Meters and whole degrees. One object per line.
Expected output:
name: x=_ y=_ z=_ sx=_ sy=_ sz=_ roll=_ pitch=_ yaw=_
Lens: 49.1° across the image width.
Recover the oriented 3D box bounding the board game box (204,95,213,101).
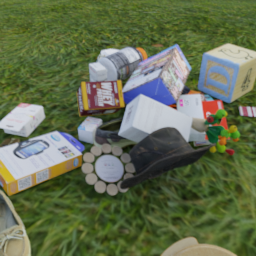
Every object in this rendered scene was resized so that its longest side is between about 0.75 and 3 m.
board game box: x=3.298 y=-0.894 z=12.148 sx=1.080 sy=0.336 sz=1.431 roll=-9 pitch=38 yaw=-12

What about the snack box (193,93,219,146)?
snack box: x=2.810 y=-0.388 z=11.060 sx=0.919 sy=0.311 sz=2.558 roll=-8 pitch=46 yaw=5

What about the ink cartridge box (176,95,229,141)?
ink cartridge box: x=2.760 y=-0.428 z=10.560 sx=1.796 sy=0.451 sz=2.069 roll=-3 pitch=49 yaw=9

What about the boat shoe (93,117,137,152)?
boat shoe: x=0.131 y=0.003 z=10.286 sx=2.981 sy=0.980 sz=1.065 roll=-18 pitch=49 yaw=-25

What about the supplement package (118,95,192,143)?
supplement package: x=0.911 y=-0.040 z=9.325 sx=2.033 sy=1.192 sz=1.188 roll=23 pitch=67 yaw=-17

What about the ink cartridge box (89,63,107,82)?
ink cartridge box: x=-1.423 y=-2.347 z=13.320 sx=0.529 sy=1.263 sz=0.912 roll=-19 pitch=41 yaw=-23

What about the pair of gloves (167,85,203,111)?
pair of gloves: x=1.898 y=-1.380 z=12.780 sx=2.596 sy=0.360 sz=2.914 roll=15 pitch=39 yaw=20

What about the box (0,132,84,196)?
box: x=-2.889 y=0.993 z=9.203 sx=2.840 sy=0.589 sz=1.690 roll=-18 pitch=40 yaw=-39

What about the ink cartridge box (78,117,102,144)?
ink cartridge box: x=-1.404 y=0.047 z=10.663 sx=0.608 sy=0.592 sz=0.946 roll=12 pitch=39 yaw=16

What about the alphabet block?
alphabet block: x=4.696 y=-2.586 z=13.105 sx=1.956 sy=1.921 sz=1.910 roll=-28 pitch=46 yaw=-33

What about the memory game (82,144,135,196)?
memory game: x=-0.590 y=1.281 z=8.810 sx=1.773 sy=0.113 sz=1.773 roll=12 pitch=53 yaw=-16

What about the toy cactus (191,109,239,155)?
toy cactus: x=2.790 y=0.137 z=9.368 sx=1.765 sy=2.139 sz=1.094 roll=21 pitch=71 yaw=34

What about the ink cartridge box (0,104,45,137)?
ink cartridge box: x=-4.204 y=-0.239 z=11.052 sx=1.021 sy=0.592 sz=1.753 roll=10 pitch=36 yaw=12

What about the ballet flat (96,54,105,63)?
ballet flat: x=-1.424 y=-3.589 z=15.424 sx=0.724 sy=0.745 sz=2.093 roll=-5 pitch=36 yaw=-1

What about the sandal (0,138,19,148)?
sandal: x=-4.371 y=0.845 z=9.791 sx=0.659 sy=0.443 sz=1.640 roll=11 pitch=23 yaw=10

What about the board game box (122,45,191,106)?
board game box: x=1.174 y=-1.954 z=11.656 sx=2.086 sy=1.267 sz=2.617 roll=-18 pitch=30 yaw=39

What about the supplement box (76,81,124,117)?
supplement box: x=-1.128 y=-1.123 z=10.979 sx=1.529 sy=1.029 sz=1.550 roll=-6 pitch=-6 yaw=-18

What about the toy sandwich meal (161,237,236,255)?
toy sandwich meal: x=1.620 y=3.567 z=5.790 sx=2.540 sy=0.870 sz=2.540 roll=0 pitch=40 yaw=0

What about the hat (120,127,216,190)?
hat: x=0.930 y=0.686 z=8.019 sx=2.916 sy=2.916 sz=1.176 roll=-17 pitch=71 yaw=-21

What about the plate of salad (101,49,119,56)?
plate of salad: x=-0.761 y=-4.250 z=16.533 sx=1.738 sy=0.418 sz=1.738 roll=7 pitch=30 yaw=-4

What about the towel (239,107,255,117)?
towel: x=5.276 y=-0.674 z=12.058 sx=0.921 sy=0.105 sz=0.664 roll=5 pitch=39 yaw=10

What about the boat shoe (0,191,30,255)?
boat shoe: x=-3.137 y=2.544 z=7.211 sx=0.816 sy=0.704 sz=2.238 roll=-18 pitch=40 yaw=-22

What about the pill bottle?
pill bottle: x=-0.191 y=-3.317 z=14.509 sx=1.430 sy=1.430 sz=2.692 roll=28 pitch=44 yaw=32
